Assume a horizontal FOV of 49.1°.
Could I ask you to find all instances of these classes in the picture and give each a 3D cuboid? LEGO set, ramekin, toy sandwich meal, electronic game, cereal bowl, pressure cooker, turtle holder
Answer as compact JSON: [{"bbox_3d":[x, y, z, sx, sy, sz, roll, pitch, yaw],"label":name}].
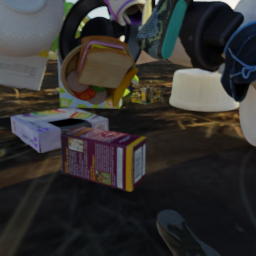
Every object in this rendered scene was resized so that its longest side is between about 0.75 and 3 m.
[{"bbox_3d":[0.836,-1.590,12.667,1.409,0.816,1.083,-11,20,-31],"label":"LEGO set"},{"bbox_3d":[3.270,-1.715,12.045,2.922,1.425,2.922,0,16,0],"label":"ramekin"},{"bbox_3d":[-0.406,-0.768,4.205,1.281,1.281,0.439,-5,49,-15],"label":"toy sandwich meal"},{"bbox_3d":[-0.703,-2.104,6.562,2.443,2.443,0.508,10,2,29],"label":"electronic game"},{"bbox_3d":[-2.184,-2.533,5.378,2.167,2.167,0.902,-13,2,-37],"label":"cereal bowl"},{"bbox_3d":[-0.007,-4.734,10.592,1.795,1.578,1.603,10,33,26],"label":"pressure cooker"},{"bbox_3d":[3.832,-2.772,8.676,1.234,2.650,2.650,16,16,-5],"label":"ramekin"},{"bbox_3d":[-1.786,-3.220,9.280,1.692,1.810,2.382,32,-28,-6],"label":"turtle holder"}]

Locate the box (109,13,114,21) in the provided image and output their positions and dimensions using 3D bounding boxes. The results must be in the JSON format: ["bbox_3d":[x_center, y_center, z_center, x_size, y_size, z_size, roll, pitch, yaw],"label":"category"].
[{"bbox_3d":[-0.478,-2.906,7.884,0.228,0.919,0.912,17,-21,-9],"label":"box"}]

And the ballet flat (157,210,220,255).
[{"bbox_3d":[0.744,1.534,3.330,0.493,0.339,1.465,-12,24,-18],"label":"ballet flat"}]

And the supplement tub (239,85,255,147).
[{"bbox_3d":[4.536,-0.517,6.907,2.989,2.098,2.098,1,17,4],"label":"supplement tub"}]

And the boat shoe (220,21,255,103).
[{"bbox_3d":[2.209,-1.123,5.143,0.819,0.668,1.946,-23,-24,7],"label":"boat shoe"}]

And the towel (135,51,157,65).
[{"bbox_3d":[0.968,-3.102,9.930,1.750,1.832,0.295,-19,61,-33],"label":"towel"}]

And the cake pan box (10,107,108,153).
[{"bbox_3d":[-1.956,-0.030,7.973,2.066,0.587,2.244,-15,22,-35],"label":"cake pan box"}]

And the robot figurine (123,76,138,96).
[{"bbox_3d":[-0.626,-2.083,13.278,2.125,1.401,2.423,-15,11,29],"label":"robot figurine"}]

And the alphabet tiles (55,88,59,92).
[{"bbox_3d":[-2.821,-2.193,15.927,2.404,0.091,2.010,8,19,24],"label":"alphabet tiles"}]

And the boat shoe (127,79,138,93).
[{"bbox_3d":[-0.226,-1.143,6.627,1.034,0.322,0.386,31,8,26],"label":"boat shoe"}]

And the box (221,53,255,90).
[{"bbox_3d":[3.211,-1.883,6.164,0.203,1.907,1.559,31,26,-36],"label":"box"}]

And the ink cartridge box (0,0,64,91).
[{"bbox_3d":[-3.075,-2.628,7.298,1.889,2.612,1.898,6,32,-33],"label":"ink cartridge box"}]

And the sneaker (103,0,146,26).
[{"bbox_3d":[-0.282,-2.852,5.667,1.043,1.641,2.878,-27,24,13],"label":"sneaker"}]

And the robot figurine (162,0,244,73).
[{"bbox_3d":[1.866,-2.665,8.085,1.837,2.212,2.944,-16,28,-33],"label":"robot figurine"}]

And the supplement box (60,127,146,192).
[{"bbox_3d":[-0.496,0.552,5.487,1.589,0.877,0.681,9,19,26],"label":"supplement box"}]

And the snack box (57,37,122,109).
[{"bbox_3d":[-1.500,-2.320,11.342,2.503,2.968,1.005,1,17,3],"label":"snack box"}]

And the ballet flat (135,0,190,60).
[{"bbox_3d":[0.652,-2.096,4.256,0.761,2.051,0.761,22,13,-6],"label":"ballet flat"}]
